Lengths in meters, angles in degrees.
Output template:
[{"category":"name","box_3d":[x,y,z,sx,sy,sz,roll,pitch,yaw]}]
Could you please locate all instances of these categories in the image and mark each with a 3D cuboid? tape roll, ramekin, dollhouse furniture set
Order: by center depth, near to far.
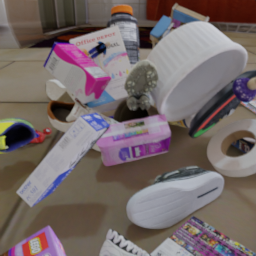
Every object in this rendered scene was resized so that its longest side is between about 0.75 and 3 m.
[{"category":"tape roll","box_3d":[3.099,0.518,7.742,1.846,0.337,1.846,-29,31,19]},{"category":"ramekin","box_3d":[1.768,-1.587,7.966,2.809,2.809,1.369,-16,61,-29]},{"category":"dollhouse furniture set","box_3d":[1.432,-2.540,8.456,1.086,1.571,1.664,30,70,15]}]

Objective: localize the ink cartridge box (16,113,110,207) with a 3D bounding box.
[{"category":"ink cartridge box","box_3d":[-1.276,0.607,5.660,0.452,2.047,0.962,43,12,4]}]

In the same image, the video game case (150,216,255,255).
[{"category":"video game case","box_3d":[1.440,2.460,5.109,1.609,0.288,1.458,24,35,39]}]

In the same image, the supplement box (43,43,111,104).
[{"category":"supplement box","box_3d":[-1.486,-1.625,8.229,1.713,0.867,0.885,44,29,11]}]

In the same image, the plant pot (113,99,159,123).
[{"category":"plant pot","box_3d":[0.541,-0.185,9.237,1.592,1.592,1.381,24,19,39]}]

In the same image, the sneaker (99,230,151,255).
[{"category":"sneaker","box_3d":[0.087,2.244,4.641,1.351,0.508,0.548,18,62,38]}]

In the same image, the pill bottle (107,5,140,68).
[{"category":"pill bottle","box_3d":[-0.201,-3.584,11.235,1.275,2.400,1.275,-3,1,0]}]

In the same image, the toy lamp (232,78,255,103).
[{"category":"toy lamp","box_3d":[3.055,-1.208,5.447,0.695,0.695,2.387,-14,-12,-26]}]

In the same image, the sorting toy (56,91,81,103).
[{"category":"sorting toy","box_3d":[-2.190,-0.809,9.728,0.244,0.697,1.445,-6,38,44]}]

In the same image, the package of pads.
[{"category":"package of pads","box_3d":[0.147,0.362,7.677,1.976,1.191,0.748,-12,58,-3]}]

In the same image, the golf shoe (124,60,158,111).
[{"category":"golf shoe","box_3d":[0.259,-1.228,6.954,0.782,1.999,0.972,1,69,-6]}]

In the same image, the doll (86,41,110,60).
[{"category":"doll","box_3d":[-0.871,-2.368,8.536,0.770,0.526,0.187,-30,1,13]}]

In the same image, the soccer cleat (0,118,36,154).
[{"category":"soccer cleat","box_3d":[-3.564,0.375,6.860,1.117,0.863,2.671,18,31,41]}]

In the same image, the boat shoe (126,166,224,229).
[{"category":"boat shoe","box_3d":[0.997,1.523,6.474,2.706,0.975,0.960,-6,16,-34]}]

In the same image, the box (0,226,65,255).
[{"category":"box","box_3d":[-1.452,2.750,3.231,2.049,0.585,2.994,-29,28,-15]}]

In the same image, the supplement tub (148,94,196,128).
[{"category":"supplement tub","box_3d":[1.682,-0.827,10.231,1.999,1.444,1.444,13,29,36]}]

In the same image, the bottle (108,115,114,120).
[{"category":"bottle","box_3d":[-0.576,-0.156,10.102,0.592,0.463,1.418,16,31,28]}]

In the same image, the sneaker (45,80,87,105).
[{"category":"sneaker","box_3d":[-2.434,-1.699,12.790,2.386,0.961,1.747,18,24,38]}]

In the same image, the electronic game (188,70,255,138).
[{"category":"electronic game","box_3d":[2.864,-0.651,8.219,2.750,2.750,0.572,-25,69,-40]}]

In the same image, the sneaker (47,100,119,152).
[{"category":"sneaker","box_3d":[-1.188,-0.070,8.544,2.908,1.231,1.059,17,67,7]}]

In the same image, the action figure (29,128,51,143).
[{"category":"action figure","box_3d":[-3.510,0.348,9.120,2.079,0.537,0.680,-14,28,-31]}]

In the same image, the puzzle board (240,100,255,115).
[{"category":"puzzle board","box_3d":[6.110,-0.697,11.454,1.944,0.224,2.579,-5,27,-10]}]

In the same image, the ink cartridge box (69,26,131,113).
[{"category":"ink cartridge box","box_3d":[-0.833,-2.047,9.678,1.721,2.677,1.676,-17,-4,-1]}]

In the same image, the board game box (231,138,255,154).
[{"category":"board game box","box_3d":[4.559,0.410,8.605,2.421,0.419,1.640,-2,13,-2]}]
